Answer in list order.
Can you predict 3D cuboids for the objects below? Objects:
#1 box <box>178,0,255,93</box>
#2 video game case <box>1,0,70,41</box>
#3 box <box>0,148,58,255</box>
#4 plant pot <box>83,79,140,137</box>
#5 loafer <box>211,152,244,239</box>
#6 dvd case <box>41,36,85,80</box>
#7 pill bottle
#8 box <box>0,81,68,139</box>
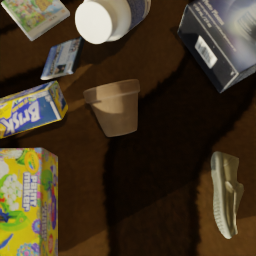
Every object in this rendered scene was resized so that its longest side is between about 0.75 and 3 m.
[{"bbox_3d":[3.241,-2.840,8.282,2.458,1.527,2.478,-30,79,-8],"label":"box"},{"bbox_3d":[-3.035,-3.917,9.206,1.555,0.188,1.708,-38,80,-9],"label":"video game case"},{"bbox_3d":[-3.255,2.029,7.042,2.649,1.678,2.750,-3,76,-1],"label":"box"},{"bbox_3d":[-0.338,-0.519,7.873,1.591,1.591,1.388,-13,96,-3],"label":"plant pot"},{"bbox_3d":[2.752,1.759,7.532,0.798,0.862,2.293,-1,77,4],"label":"loafer"},{"bbox_3d":[-1.949,-2.038,8.274,1.594,0.140,1.137,-1,69,42],"label":"dvd case"},{"bbox_3d":[-0.405,-3.296,7.873,1.389,1.389,2.503,27,42,6],"label":"pill bottle"},{"bbox_3d":[-3.002,-0.358,7.281,2.673,0.936,0.859,-18,112,6],"label":"box"}]
